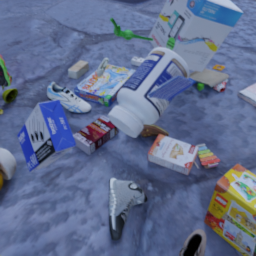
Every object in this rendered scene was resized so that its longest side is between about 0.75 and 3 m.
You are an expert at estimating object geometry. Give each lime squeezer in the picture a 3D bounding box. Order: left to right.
[{"bbox_3d":[-0.034,-3.291,9.534,1.978,0.699,0.373,10,70,-44],"label":"lime squeezer"}]

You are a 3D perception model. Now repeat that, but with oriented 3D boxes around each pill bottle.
[{"bbox_3d":[0.528,-0.928,7.657,1.301,1.301,2.345,30,75,30],"label":"pill bottle"}]

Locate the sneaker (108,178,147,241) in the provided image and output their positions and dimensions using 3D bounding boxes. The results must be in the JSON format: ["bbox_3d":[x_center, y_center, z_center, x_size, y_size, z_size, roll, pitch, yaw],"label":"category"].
[{"bbox_3d":[0.014,2.308,8.293,1.182,0.768,2.047,0,40,-4],"label":"sneaker"}]

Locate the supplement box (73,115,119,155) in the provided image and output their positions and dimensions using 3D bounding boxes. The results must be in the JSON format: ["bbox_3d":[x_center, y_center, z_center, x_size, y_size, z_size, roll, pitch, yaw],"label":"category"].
[{"bbox_3d":[-1.227,0.244,10.798,0.897,0.502,1.649,29,48,29],"label":"supplement box"}]

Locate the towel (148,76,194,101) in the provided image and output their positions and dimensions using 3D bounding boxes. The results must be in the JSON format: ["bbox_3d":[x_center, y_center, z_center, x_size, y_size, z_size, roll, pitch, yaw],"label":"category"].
[{"bbox_3d":[0.986,-0.861,6.267,1.098,0.795,0.131,-3,64,-60],"label":"towel"}]

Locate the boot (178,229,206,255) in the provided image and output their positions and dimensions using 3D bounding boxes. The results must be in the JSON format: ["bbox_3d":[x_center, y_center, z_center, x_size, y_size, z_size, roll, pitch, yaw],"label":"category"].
[{"bbox_3d":[1.678,3.021,7.103,0.591,1.231,1.683,20,45,21],"label":"boot"}]

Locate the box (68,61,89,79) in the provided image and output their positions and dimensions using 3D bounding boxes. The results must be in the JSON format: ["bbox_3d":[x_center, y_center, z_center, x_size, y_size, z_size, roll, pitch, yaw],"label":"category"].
[{"bbox_3d":[-2.561,-3.010,14.515,0.544,0.445,1.145,17,44,18],"label":"box"}]

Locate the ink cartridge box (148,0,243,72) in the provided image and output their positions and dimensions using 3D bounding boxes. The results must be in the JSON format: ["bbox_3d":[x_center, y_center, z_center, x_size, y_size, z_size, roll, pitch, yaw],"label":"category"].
[{"bbox_3d":[2.615,-4.165,11.548,2.098,2.873,2.108,2,47,-30],"label":"ink cartridge box"}]

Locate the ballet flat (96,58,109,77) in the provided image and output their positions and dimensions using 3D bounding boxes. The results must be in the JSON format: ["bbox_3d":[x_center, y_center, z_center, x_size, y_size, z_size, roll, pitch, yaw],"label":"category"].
[{"bbox_3d":[-1.059,-2.524,11.692,0.314,0.874,0.314,25,6,-3],"label":"ballet flat"}]

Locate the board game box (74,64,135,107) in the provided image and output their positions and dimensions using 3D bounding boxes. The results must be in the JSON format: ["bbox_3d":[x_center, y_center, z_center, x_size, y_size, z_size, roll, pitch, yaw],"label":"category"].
[{"bbox_3d":[-1.052,-2.164,13.530,1.875,0.477,2.770,18,44,19],"label":"board game box"}]

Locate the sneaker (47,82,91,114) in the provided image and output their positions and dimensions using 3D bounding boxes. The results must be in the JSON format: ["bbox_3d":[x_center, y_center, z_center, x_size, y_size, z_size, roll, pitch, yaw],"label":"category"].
[{"bbox_3d":[-2.562,-1.278,12.148,2.115,0.766,0.760,26,41,3],"label":"sneaker"}]

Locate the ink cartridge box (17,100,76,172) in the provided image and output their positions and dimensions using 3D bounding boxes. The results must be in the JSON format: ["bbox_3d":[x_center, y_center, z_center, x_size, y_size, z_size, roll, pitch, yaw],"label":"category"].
[{"bbox_3d":[-2.119,0.301,6.954,0.534,2.416,1.136,-17,81,-35],"label":"ink cartridge box"}]

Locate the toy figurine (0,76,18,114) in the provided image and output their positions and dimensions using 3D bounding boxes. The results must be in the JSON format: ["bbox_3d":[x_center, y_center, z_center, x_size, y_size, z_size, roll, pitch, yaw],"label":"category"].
[{"bbox_3d":[-6.158,-1.291,12.023,1.493,1.314,2.492,9,41,18],"label":"toy figurine"}]

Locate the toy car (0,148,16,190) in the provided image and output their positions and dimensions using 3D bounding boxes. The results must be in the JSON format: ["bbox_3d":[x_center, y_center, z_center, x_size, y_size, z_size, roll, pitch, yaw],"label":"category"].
[{"bbox_3d":[-5.207,1.068,8.626,2.859,2.144,2.502,24,47,24],"label":"toy car"}]

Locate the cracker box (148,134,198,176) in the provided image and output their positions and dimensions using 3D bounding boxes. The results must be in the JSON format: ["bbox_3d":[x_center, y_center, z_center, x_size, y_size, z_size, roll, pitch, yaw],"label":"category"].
[{"bbox_3d":[1.597,0.928,9.995,1.538,0.444,1.030,19,51,20],"label":"cracker box"}]

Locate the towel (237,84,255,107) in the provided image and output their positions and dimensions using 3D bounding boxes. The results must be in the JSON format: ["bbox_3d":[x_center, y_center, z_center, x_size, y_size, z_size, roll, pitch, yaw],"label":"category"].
[{"bbox_3d":[6.200,-1.447,12.889,1.626,0.274,1.703,-24,48,-25],"label":"towel"}]

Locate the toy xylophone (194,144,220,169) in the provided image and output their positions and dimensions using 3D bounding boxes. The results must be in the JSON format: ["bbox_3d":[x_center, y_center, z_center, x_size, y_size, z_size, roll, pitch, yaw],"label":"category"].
[{"bbox_3d":[2.707,1.073,10.032,0.799,0.274,1.091,-17,44,-17],"label":"toy xylophone"}]

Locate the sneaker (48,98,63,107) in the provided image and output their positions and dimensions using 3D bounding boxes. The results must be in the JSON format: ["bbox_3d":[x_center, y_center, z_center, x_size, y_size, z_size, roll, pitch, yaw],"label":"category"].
[{"bbox_3d":[-3.122,-1.299,12.670,0.989,0.330,0.530,30,52,33],"label":"sneaker"}]

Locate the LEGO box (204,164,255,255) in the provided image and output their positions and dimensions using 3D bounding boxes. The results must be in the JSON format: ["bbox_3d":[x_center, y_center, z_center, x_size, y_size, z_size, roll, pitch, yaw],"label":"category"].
[{"bbox_3d":[3.437,2.507,7.138,1.010,1.950,2.618,-31,49,-29],"label":"LEGO box"}]

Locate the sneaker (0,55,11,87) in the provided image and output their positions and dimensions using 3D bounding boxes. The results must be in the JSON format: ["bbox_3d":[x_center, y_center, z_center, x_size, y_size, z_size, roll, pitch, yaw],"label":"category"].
[{"bbox_3d":[-4.362,-1.928,9.358,0.576,1.376,0.528,-16,42,-14],"label":"sneaker"}]

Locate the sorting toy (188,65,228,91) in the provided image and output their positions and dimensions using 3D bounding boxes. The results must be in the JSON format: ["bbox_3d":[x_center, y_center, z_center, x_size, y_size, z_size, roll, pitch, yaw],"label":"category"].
[{"bbox_3d":[3.927,-2.452,13.868,2.738,0.373,1.542,-28,41,-27],"label":"sorting toy"}]

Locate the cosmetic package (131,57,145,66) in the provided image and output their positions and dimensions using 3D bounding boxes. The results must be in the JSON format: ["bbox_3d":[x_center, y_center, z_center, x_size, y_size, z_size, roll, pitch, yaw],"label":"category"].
[{"bbox_3d":[0.775,-3.557,15.255,1.160,0.294,0.479,19,46,20],"label":"cosmetic package"}]

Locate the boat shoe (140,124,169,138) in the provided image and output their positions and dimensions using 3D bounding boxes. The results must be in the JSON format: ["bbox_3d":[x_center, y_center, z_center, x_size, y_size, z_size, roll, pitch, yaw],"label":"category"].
[{"bbox_3d":[0.721,0.132,10.945,1.736,0.625,0.586,19,77,9],"label":"boat shoe"}]

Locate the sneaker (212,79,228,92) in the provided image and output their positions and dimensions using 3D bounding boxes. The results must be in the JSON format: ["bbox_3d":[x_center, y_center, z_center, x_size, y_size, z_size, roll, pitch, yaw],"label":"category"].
[{"bbox_3d":[4.579,-2.030,13.513,0.973,0.325,0.522,-26,49,-21],"label":"sneaker"}]
